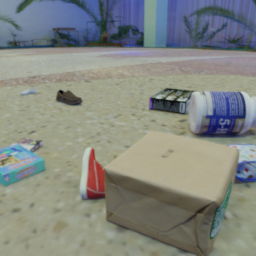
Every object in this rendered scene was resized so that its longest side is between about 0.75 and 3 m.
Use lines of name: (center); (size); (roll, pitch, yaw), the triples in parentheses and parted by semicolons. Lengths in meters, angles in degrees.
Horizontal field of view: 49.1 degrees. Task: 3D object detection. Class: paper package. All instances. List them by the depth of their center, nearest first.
paper package: (1.026, 1.186, 6.261); (2.398, 1.302, 2.516); (11, 22, 27)

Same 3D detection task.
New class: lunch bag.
lunch bag: (3.079, 0.948, 7.673); (1.246, 0.772, 1.059); (3, 20, -15)

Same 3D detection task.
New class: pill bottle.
pill bottle: (3.726, -0.568, 10.486); (2.638, 1.579, 1.579); (0, 21, 2)

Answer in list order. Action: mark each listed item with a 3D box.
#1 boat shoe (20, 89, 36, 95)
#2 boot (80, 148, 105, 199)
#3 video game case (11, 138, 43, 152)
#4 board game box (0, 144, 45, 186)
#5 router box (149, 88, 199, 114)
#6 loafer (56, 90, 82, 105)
boat shoe: (-5.874, -2.153, 16.482); (0.930, 0.311, 0.342); (-17, 26, -37)
boot: (-0.638, 1.101, 7.125); (1.056, 0.530, 1.465); (-4, 46, -2)
video game case: (-3.416, 0.591, 9.361); (0.851, 0.152, 0.772); (5, 24, 18)
board game box: (-3.345, 1.004, 8.060); (1.600, 0.360, 1.217); (19, 28, 41)
router box: (2.355, -1.407, 14.039); (1.849, 0.633, 2.480); (10, 23, 25)
loafer: (-3.143, -1.620, 14.596); (1.817, 0.645, 0.664); (13, 25, 32)
